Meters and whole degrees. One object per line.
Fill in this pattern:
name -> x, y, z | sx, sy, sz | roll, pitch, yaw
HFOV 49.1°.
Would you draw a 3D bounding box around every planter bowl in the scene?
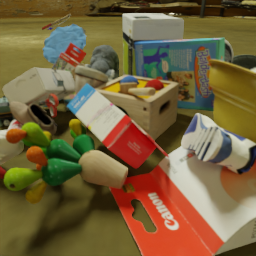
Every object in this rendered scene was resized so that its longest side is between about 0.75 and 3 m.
planter bowl -> 2.451, -0.119, 5.025 | 2.782, 1.159, 2.782 | 25, 14, -6

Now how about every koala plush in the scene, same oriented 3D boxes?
koala plush -> -0.984, -2.180, 10.147 | 1.280, 1.326, 1.443 | 15, 38, 2

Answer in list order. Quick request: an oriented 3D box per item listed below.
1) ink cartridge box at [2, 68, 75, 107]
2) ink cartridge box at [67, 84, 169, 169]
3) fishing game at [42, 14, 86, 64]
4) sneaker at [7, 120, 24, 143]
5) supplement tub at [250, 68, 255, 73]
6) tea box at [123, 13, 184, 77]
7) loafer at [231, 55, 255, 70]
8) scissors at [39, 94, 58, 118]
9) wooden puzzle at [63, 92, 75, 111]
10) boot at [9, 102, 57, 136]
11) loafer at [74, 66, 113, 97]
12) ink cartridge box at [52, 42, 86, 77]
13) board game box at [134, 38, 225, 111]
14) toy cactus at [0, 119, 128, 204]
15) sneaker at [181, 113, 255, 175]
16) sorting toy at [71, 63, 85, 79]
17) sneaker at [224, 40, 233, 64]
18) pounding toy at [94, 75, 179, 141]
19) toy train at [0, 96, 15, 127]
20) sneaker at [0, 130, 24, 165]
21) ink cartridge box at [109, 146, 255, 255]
ink cartridge box -> -2.302, -1.040, 7.526 | 1.162, 0.681, 1.586 | -25, 1, 20
ink cartridge box -> -0.216, 0.053, 5.395 | 0.651, 1.126, 1.937 | -48, 50, -1
fishing game -> -2.691, -3.578, 12.024 | 2.054, 0.446, 2.869 | -25, 65, 7
sneaker -> -2.506, 0.082, 6.481 | 0.591, 0.374, 1.050 | -10, 30, 17
supplement tub -> 3.417, -0.766, 7.149 | 1.325, 1.325, 1.827 | 9, 24, 19
tea box -> 0.741, -2.704, 9.994 | 1.663, 2.448, 2.488 | -3, 27, -8
loafer -> 3.333, -1.886, 9.796 | 2.702, 0.971, 0.850 | -22, 14, -14
scissors -> -1.655, -0.565, 5.766 | 0.084, 0.439, 1.199 | -6, 23, -30
wooden puzzle -> -1.480, -0.927, 8.476 | 0.960, 0.114, 1.619 | -11, 49, -20
boot -> -2.127, -0.297, 6.229 | 1.311, 0.958, 0.460 | 37, 65, -2
loafer -> -0.811, -1.066, 8.069 | 0.996, 0.871, 2.770 | 18, 3, 17
ink cartridge box -> -2.231, -2.373, 10.346 | 0.753, 1.383, 0.348 | 34, 12, -5
board game box -> 1.328, -1.434, 7.519 | 2.342, 1.781, 0.527 | 9, 24, 32
toy cactus -> -0.989, 0.588, 4.660 | 1.927, 1.194, 2.335 | 21, 11, 9
sneaker -> 1.492, 0.322, 4.513 | 0.939, 0.657, 1.626 | 26, 11, -8
sorting toy -> -1.526, -1.563, 9.554 | 0.164, 1.114, 0.823 | -24, 8, -38
sneaker -> 2.743, -1.591, 8.134 | 0.685, 1.815, 1.033 | -6, 48, 13
pounding toy -> 0.199, -0.632, 6.800 | 1.937, 1.496, 2.104 | 14, 29, 28
toy train -> -3.242, -0.456, 7.456 | 0.456, 0.610, 1.071 | -8, 27, -18
sneaker -> -2.398, 0.536, 5.046 | 1.411, 0.531, 0.624 | -29, 25, 40
ink cartridge box -> 1.149, 0.952, 4.524 | 2.570, 0.644, 2.085 | -6, 26, -19
